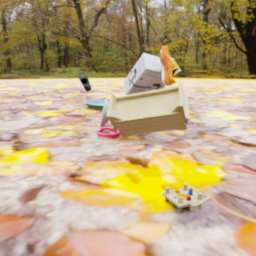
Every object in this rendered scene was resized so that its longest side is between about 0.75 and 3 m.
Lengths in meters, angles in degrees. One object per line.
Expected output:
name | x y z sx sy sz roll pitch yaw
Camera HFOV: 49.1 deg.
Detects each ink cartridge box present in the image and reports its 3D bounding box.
ink cartridge box | 0.758 -1.849 10.545 1.266 0.729 1.735 7 -30 -25

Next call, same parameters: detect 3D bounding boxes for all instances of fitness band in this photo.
fitness band | -0.692 0.167 9.986 0.752 0.196 1.047 11 13 12

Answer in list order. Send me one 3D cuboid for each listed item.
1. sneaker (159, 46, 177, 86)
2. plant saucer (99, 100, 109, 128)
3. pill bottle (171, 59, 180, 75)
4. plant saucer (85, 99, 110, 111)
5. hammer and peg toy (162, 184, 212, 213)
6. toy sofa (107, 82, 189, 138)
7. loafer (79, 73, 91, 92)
sneaker | 1.380 -2.094 9.409 0.551 1.429 0.521 -10 -10 22
plant saucer | -0.877 -0.493 10.811 0.290 1.155 1.155 13 12 -7
pill bottle | 1.756 -2.560 11.549 0.463 0.831 0.463 -35 -1 -1
plant saucer | -1.204 -1.352 16.420 2.650 0.363 2.650 -1 12 0
hammer and peg toy | 1.067 1.293 5.002 0.606 0.290 0.824 -5 14 -26
toy sofa | 0.688 -0.561 9.258 2.562 1.250 1.061 -8 52 18
loafer | -1.895 -2.059 12.185 0.399 0.412 1.175 -25 53 -5
